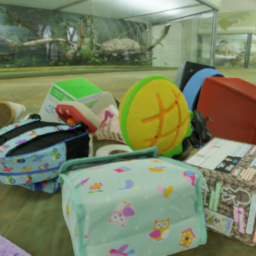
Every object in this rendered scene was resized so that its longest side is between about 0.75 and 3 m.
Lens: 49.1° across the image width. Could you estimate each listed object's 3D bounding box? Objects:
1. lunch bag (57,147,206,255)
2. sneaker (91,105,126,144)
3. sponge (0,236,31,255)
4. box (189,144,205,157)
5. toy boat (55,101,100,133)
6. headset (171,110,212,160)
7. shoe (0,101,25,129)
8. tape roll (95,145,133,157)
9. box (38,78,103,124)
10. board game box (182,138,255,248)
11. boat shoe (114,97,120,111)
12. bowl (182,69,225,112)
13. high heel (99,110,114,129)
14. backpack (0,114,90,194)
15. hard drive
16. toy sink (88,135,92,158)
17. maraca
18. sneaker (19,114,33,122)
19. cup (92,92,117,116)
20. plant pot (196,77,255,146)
[{"bbox_3d":[-0.150,1.400,5.802,2.396,1.715,2.813,-8,11,-18],"label":"lunch bag"},{"bbox_3d":[-0.608,0.180,11.147,1.469,1.058,2.810,-30,41,-12],"label":"sneaker"},{"bbox_3d":[-2.122,2.506,4.364,2.560,0.382,1.428,12,21,32],"label":"sponge"},{"bbox_3d":[2.240,0.981,9.099,0.489,0.533,1.522,6,18,13],"label":"box"},{"bbox_3d":[-1.785,-0.136,9.077,1.806,1.179,1.181,9,62,49],"label":"toy boat"},{"bbox_3d":[1.744,0.095,9.116,1.850,1.407,2.996,-29,10,-14],"label":"headset"},{"bbox_3d":[-4.188,0.112,8.589,2.698,0.943,0.720,-34,3,20],"label":"shoe"},{"bbox_3d":[-0.226,1.022,8.950,1.673,0.306,1.673,8,21,-3],"label":"tape roll"},{"bbox_3d":[-2.401,-0.745,11.487,1.196,2.184,2.475,35,23,6],"label":"box"},{"bbox_3d":[2.855,1.394,6.295,2.827,1.369,2.254,12,21,34],"label":"board game box"},{"bbox_3d":[-0.978,-1.464,16.816,1.939,0.711,0.722,12,21,35],"label":"boat shoe"},{"bbox_3d":[3.188,-0.948,11.489,2.880,2.880,0.565,-14,28,-39],"label":"bowl"},{"bbox_3d":[-0.936,-0.328,10.731,0.407,0.286,0.849,30,67,19],"label":"high heel"},{"bbox_3d":[-2.607,0.774,7.648,2.397,1.766,2.626,9,18,27],"label":"backpack"},{"bbox_3d":[2.604,-1.244,11.665,1.917,2.843,0.602,2,13,-32],"label":"hard drive"},{"bbox_3d":[-1.699,0.660,9.583,1.346,0.877,0.754,12,20,38],"label":"toy sink"},{"bbox_3d":[0.834,-0.134,7.128,1.543,1.977,2.884,29,-4,43],"label":"maraca"},{"bbox_3d":[-4.438,0.046,11.617,0.958,0.933,2.406,-15,12,13],"label":"sneaker"},{"bbox_3d":[-1.413,-1.348,15.567,1.721,1.231,1.721,0,18,0],"label":"cup"},{"bbox_3d":[4.212,-0.472,10.636,2.477,2.479,2.185,-8,25,-40],"label":"plant pot"}]
